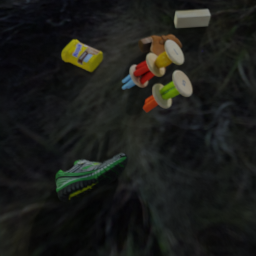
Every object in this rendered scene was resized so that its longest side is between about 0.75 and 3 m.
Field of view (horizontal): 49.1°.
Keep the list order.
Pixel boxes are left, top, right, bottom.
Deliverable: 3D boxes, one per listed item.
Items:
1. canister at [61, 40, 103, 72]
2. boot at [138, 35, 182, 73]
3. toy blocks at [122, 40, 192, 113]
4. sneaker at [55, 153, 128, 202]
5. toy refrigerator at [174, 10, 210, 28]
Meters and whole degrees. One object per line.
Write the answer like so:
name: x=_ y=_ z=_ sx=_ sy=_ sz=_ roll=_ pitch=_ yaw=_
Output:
canister: x=-1.940 y=-3.071 z=11.971 sx=1.436 sy=0.622 sz=1.067 roll=26 pitch=61 yaw=14
boot: x=1.589 y=-3.259 z=12.017 sx=1.653 sy=0.787 sz=2.137 roll=-16 pitch=62 yaw=-16
toy blocks: x=0.794 y=-1.475 z=9.607 sx=0.903 sy=2.487 sz=2.072 roll=10 pitch=63 yaw=-42
sneaker: x=-1.165 y=1.337 z=8.941 sx=2.482 sy=0.968 sz=1.057 roll=-21 pitch=60 yaw=-12
toy refrigerator: x=3.030 y=-5.211 z=13.341 sx=1.569 sy=0.596 sz=0.549 roll=-5 pitch=57 yaw=-2
